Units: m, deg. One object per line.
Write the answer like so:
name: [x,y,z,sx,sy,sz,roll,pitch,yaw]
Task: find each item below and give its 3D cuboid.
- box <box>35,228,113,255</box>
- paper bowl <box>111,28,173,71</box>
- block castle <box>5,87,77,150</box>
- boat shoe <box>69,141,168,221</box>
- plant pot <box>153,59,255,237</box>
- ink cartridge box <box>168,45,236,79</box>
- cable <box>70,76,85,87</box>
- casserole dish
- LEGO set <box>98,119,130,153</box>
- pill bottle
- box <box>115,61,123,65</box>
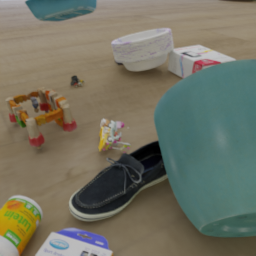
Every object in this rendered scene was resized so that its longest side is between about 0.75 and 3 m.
box: [-1.004,2.344,4.065,1.140,0.397,1.915,11,30,17]
paper bowl: [0.671,-3.355,12.172,2.622,1.364,2.622,-13,24,6]
block castle: [-2.461,-0.308,7.909,1.371,0.963,2.052,-26,37,-28]
boat shoe: [-0.044,0.987,5.863,2.682,0.835,1.000,-23,40,-31]
plant pot: [1.910,0.588,4.829,2.744,2.744,2.202,-1,57,-2]
ink cartridge box: [2.968,-2.612,11.635,1.706,0.990,2.312,-14,35,-22]
cable: [-2.122,-1.839,11.213,0.539,0.279,1.109,-30,27,-15]
casserole dish: [-1.709,-3.376,7.795,1.665,0.533,2.748,-12,18,8]
LEGO set: [-0.356,0.242,7.281,0.682,0.843,1.834,11,1,-11]
pill bottle: [-2.016,1.806,4.622,0.702,0.702,1.265,7,32,11]
box: [-0.182,-3.197,13.411,0.803,0.145,0.574,-12,33,-16]
